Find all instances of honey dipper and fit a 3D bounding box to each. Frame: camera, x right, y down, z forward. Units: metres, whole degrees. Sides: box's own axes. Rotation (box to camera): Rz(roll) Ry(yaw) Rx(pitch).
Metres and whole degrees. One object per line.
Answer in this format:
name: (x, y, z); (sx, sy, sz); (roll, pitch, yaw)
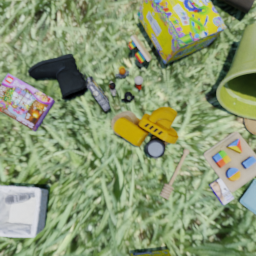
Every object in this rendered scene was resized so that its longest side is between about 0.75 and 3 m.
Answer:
honey dipper: (1.630, 1.544, 9.641); (0.355, 0.355, 1.868); (26, 78, 5)

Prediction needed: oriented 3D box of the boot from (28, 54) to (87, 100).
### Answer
boot: (-2.457, -1.711, 10.027); (1.888, 0.699, 1.547); (-22, 77, -11)

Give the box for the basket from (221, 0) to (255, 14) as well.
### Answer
basket: (3.872, -5.343, 10.413); (1.984, 1.349, 1.789); (25, 63, 9)

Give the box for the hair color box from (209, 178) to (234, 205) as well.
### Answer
hair color box: (3.172, 2.170, 9.547); (0.437, 0.259, 0.800); (-32, 79, -5)

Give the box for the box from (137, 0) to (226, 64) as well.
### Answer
box: (1.811, -3.722, 9.743); (2.055, 1.302, 2.134); (-26, 84, -19)

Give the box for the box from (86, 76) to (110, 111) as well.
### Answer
box: (-1.034, -1.184, 9.596); (0.263, 0.864, 1.072); (-31, 117, 9)

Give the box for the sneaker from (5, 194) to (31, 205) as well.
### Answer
sneaker: (-3.361, 2.195, 8.529); (0.834, 0.342, 0.312); (-7, 68, 14)

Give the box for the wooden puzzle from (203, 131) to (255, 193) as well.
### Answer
wooden puzzle: (3.692, 1.149, 9.668); (1.533, 0.383, 1.655); (-33, 81, -6)

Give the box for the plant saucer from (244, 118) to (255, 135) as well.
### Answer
plant saucer: (4.627, -0.206, 10.023); (0.989, 0.175, 0.989); (0, 79, 0)

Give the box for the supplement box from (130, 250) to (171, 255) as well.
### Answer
supplement box: (0.822, 5.133, 8.452); (1.304, 1.312, 2.395); (-6, 79, -1)

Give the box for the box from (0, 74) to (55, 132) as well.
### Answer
box: (-3.814, -0.903, 10.043); (1.933, 0.378, 1.323); (29, 81, 5)

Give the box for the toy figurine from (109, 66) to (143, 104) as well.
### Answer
toy figurine: (-0.101, -1.511, 9.969); (1.073, 0.758, 1.090); (34, 82, 6)

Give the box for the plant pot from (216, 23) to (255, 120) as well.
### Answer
plant pot: (4.527, -2.024, 9.162); (2.790, 2.790, 2.565); (17, 67, 3)

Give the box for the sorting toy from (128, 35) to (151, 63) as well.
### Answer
sorting toy: (0.381, -2.783, 10.018); (0.354, 1.010, 1.017); (-34, 101, 18)

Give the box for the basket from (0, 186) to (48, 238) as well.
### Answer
basket: (-3.435, 2.621, 8.977); (1.497, 1.204, 1.484); (3, 80, 1)

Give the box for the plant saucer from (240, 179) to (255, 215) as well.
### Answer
plant saucer: (5.170, 2.993, 9.396); (2.898, 0.275, 1.013); (38, 82, 7)

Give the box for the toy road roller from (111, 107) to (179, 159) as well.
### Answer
toy road roller: (0.680, -0.147, 9.200); (2.135, 1.312, 1.558); (31, 104, 4)
